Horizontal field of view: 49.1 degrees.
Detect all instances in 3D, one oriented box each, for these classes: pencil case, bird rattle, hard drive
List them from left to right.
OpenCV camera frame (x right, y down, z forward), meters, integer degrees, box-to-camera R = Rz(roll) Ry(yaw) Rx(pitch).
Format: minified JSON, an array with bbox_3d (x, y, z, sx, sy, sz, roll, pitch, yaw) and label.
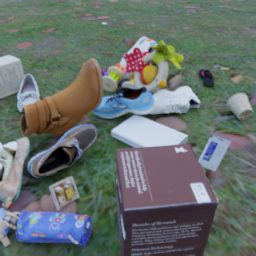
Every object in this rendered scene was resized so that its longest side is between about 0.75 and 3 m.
[{"bbox_3d":[-1.682,2.309,6.394,1.720,0.671,0.747,2,22,5],"label":"pencil case"},{"bbox_3d":[0.792,-2.369,11.079,2.512,2.048,1.415,-5,-17,37],"label":"bird rattle"},{"bbox_3d":[0.722,0.284,9.698,2.224,0.292,1.467,24,41,32],"label":"hard drive"}]

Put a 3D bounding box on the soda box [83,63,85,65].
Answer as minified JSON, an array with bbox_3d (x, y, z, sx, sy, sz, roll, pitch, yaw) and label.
[{"bbox_3d":[-2.049,-3.408,15.092,0.288,0.267,0.841,25,41,32],"label":"soda box"}]

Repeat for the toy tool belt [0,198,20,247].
[{"bbox_3d":[-2.894,2.252,6.679,0.631,0.641,1.026,31,38,-10],"label":"toy tool belt"}]

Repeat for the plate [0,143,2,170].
[{"bbox_3d":[-4.675,0.898,8.406,1.891,0.306,1.887,-15,43,-44],"label":"plate"}]

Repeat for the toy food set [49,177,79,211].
[{"bbox_3d":[-1.608,1.655,7.153,0.258,0.614,0.856,-21,-2,26],"label":"toy food set"}]

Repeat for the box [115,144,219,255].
[{"bbox_3d":[0.650,1.707,6.038,1.712,2.086,1.730,-4,34,-6],"label":"box"}]

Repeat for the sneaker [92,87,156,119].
[{"bbox_3d":[-0.291,-1.109,10.462,2.545,1.145,0.998,-7,50,19],"label":"sneaker"}]

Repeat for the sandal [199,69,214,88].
[{"bbox_3d":[3.889,-2.540,13.710,0.663,0.398,1.765,1,34,2],"label":"sandal"}]

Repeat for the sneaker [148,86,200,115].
[{"bbox_3d":[1.818,-1.000,11.098,2.419,0.901,1.054,-19,45,-23],"label":"sneaker"}]

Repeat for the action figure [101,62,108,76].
[{"bbox_3d":[-1.061,-2.778,13.868,0.446,0.676,1.366,-17,35,-24],"label":"action figure"}]

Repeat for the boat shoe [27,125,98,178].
[{"bbox_3d":[-1.761,0.730,8.267,2.374,0.858,0.859,-39,21,-23],"label":"boat shoe"}]

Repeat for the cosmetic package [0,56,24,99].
[{"bbox_3d":[-5.939,-1.952,11.931,1.008,1.491,2.835,25,40,34],"label":"cosmetic package"}]

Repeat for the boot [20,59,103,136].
[{"bbox_3d":[-2.139,-0.813,8.854,2.319,2.998,1.105,-8,47,-34],"label":"boot"}]

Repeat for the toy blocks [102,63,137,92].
[{"bbox_3d":[0.017,-2.465,12.695,1.836,0.800,2.203,17,49,16],"label":"toy blocks"}]

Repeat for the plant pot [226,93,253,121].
[{"bbox_3d":[4.367,-0.751,10.828,0.872,0.872,0.798,-5,46,-7],"label":"plant pot"}]

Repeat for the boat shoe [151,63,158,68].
[{"bbox_3d":[1.555,-3.390,14.752,0.482,0.618,1.361,22,40,29],"label":"boat shoe"}]

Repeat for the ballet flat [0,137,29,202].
[{"bbox_3d":[-3.324,0.950,7.865,0.810,0.800,2.379,-38,36,18],"label":"ballet flat"}]

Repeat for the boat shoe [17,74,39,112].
[{"bbox_3d":[-4.184,-1.433,11.745,0.911,0.793,2.473,-7,35,-10],"label":"boat shoe"}]

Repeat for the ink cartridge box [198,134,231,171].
[{"bbox_3d":[2.440,0.681,7.939,0.537,1.080,0.212,21,26,3],"label":"ink cartridge box"}]

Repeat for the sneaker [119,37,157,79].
[{"bbox_3d":[0.544,-3.262,13.465,1.152,0.868,2.464,32,81,36],"label":"sneaker"}]

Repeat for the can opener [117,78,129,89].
[{"bbox_3d":[0.337,-2.013,12.934,1.743,0.685,0.552,-12,-5,-16],"label":"can opener"}]
